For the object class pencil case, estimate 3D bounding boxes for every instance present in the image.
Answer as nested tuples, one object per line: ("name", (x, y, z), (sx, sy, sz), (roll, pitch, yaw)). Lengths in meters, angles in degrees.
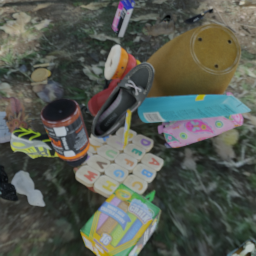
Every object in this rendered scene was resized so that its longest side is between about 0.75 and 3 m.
("pencil case", (2.020, -0.159, 8.013), (2.310, 1.010, 1.010), (-22, 39, 37))

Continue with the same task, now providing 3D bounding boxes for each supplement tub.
("supplement tub", (-1.411, 0.184, 6.669), (0.886, 1.656, 0.886), (-5, 43, 5))

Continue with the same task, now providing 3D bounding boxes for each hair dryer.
("hair dryer", (-0.588, -1.206, 8.876), (2.765, 0.751, 2.106), (11, 59, 49))

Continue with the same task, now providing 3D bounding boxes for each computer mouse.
("computer mouse", (1.762, -2.724, 6.924), (0.753, 0.173, 0.529), (-19, 13, 13))

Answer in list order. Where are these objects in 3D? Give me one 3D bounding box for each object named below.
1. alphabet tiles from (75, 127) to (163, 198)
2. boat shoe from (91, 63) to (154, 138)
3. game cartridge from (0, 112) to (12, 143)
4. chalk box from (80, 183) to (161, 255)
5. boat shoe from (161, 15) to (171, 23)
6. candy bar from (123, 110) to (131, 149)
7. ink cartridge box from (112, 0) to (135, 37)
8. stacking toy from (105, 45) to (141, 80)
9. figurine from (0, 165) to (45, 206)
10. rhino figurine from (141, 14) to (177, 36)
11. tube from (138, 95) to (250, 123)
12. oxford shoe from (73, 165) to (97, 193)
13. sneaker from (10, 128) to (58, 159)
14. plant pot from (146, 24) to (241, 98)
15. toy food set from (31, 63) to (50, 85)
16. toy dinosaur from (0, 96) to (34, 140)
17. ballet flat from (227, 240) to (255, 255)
("alphabet tiles", (-0.335, 0.905, 8.370), (2.482, 0.185, 2.538), (26, 46, 20))
("boat shoe", (-0.134, -0.655, 7.407), (0.811, 2.427, 0.692), (38, 13, -4))
("game cartridge", (-4.464, -0.006, 9.280), (1.763, 0.357, 1.175), (-3, 48, -1))
("chalk box", (-0.031, 2.282, 6.849), (1.212, 1.218, 1.957), (30, 56, 22))
("boat shoe", (1.722, -4.928, 13.252), (0.443, 0.379, 1.210), (20, 55, 14))
("candy bar", (-0.037, 0.036, 6.674), (0.105, 0.236, 0.946), (7, 91, -8))
("ink cartridge box", (-0.168, -3.606, 9.015), (0.224, 1.210, 0.573), (-5, 51, -33))
("stacking toy", (0.082, -1.712, 8.081), (1.373, 1.003, 1.003), (14, 48, -19))
("figurine", (-2.774, 1.511, 6.976), (1.249, 1.280, 0.551), (29, 88, 43))
("rhino figurine", (0.826, -2.744, 7.633), (1.086, 0.325, 0.475), (3, 88, 32))
("tube", (1.504, -0.507, 7.154), (2.807, 1.087, 0.707), (0, 81, 44))
("oxford shoe", (-1.137, 1.434, 8.088), (0.385, 0.369, 1.042), (-32, 59, -30))
("sneaker", (-2.450, 0.544, 7.977), (1.740, 0.665, 0.656), (21, 24, -20))
("plant pot", (1.962, -1.760, 8.382), (2.742, 2.942, 2.742), (2, 79, -8))
("toy food set", (-3.441, -2.055, 11.050), (0.753, 0.219, 1.091), (-7, 56, 4))
("toy dinosaur", (-3.402, -0.396, 8.543), (0.821, 1.297, 1.914), (-20, 75, -22))
("ballet flat", (2.693, 3.074, 6.739), (1.118, 0.415, 0.415), (-33, 58, -23))
